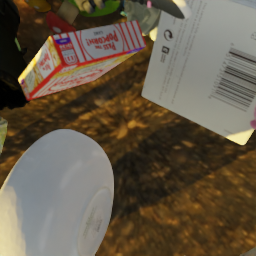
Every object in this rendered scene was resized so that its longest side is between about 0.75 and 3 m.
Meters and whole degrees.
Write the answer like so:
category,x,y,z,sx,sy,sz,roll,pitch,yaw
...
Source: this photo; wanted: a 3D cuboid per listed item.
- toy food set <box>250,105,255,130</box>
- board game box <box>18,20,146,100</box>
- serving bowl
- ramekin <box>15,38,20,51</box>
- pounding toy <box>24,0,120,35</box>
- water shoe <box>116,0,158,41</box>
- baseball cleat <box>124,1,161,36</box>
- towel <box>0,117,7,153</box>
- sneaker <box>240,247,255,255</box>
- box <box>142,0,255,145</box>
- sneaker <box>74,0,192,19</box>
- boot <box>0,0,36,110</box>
category,x,y,z,sx,sy,sz,roll,pitch,yaw
toy food set,2.136,0.202,3.015,0.407,1.644,2.586,4,88,-44
board game box,-0.680,-0.854,3.721,1.172,1.547,0.358,-24,95,-32
serving bowl,-0.570,0.900,2.913,0.564,1.714,1.714,12,78,20
ramekin,-3.726,-2.005,7.071,1.927,0.941,1.927,0,78,0
pounding toy,-1.342,-2.315,4.466,1.095,2.359,1.821,-54,38,8
water shoe,0.154,-3.258,7.508,0.987,0.894,2.502,-24,74,17
baseball cleat,0.921,-3.025,4.944,1.585,2.978,1.038,-24,63,-35
towel,-2.396,1.199,3.611,0.709,2.521,2.945,16,89,-10
sneaker,1.311,2.518,4.687,2.342,0.875,0.960,-29,56,-2
box,1.483,-1.153,4.472,1.958,1.948,1.280,28,41,19
sneaker,-0.098,-1.498,3.127,1.583,0.560,0.785,33,104,-8
boot,-2.517,-1.604,4.284,1.008,2.724,2.233,-22,65,13
